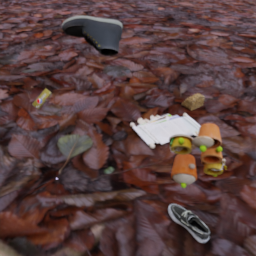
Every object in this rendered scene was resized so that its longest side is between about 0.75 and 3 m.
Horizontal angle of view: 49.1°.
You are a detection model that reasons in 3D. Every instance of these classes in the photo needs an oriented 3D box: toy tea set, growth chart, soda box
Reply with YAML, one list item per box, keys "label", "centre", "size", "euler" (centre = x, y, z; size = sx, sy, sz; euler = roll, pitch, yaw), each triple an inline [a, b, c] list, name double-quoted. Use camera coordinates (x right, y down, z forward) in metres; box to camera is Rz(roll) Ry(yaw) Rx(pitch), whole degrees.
- label: "toy tea set"
  centre: [1.451, 0.721, 5.960]
  size: [1.233, 2.073, 0.767]
  euler: [-1, 58, 18]
- label: "growth chart"
  centre: [1.697, 0.011, 11.898]
  size: [2.883, 0.256, 2.087]
  euler: [-12, 37, -16]
- label: "soda box"
  centre: [-3.299, -1.103, 10.736]
  size: [0.272, 0.257, 0.802]
  euler: [37, 78, -3]

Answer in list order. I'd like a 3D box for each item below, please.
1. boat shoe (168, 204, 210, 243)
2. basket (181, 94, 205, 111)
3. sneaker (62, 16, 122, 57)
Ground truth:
- label: "boat shoe"
  centre: [1.763, 2.637, 8.107]
  size: [0.517, 0.466, 1.462]
  euler: [-26, 44, -31]
- label: "basket"
  centre: [3.106, -1.342, 13.412]
  size: [0.914, 0.652, 0.681]
  euler: [-23, 43, -28]
- label: "sneaker"
  centre: [-1.388, -3.344, 10.292]
  size: [2.276, 0.851, 1.209]
  euler: [3, 75, 7]
